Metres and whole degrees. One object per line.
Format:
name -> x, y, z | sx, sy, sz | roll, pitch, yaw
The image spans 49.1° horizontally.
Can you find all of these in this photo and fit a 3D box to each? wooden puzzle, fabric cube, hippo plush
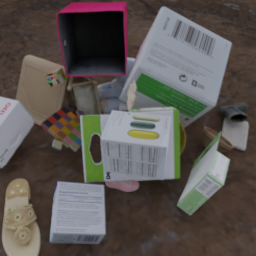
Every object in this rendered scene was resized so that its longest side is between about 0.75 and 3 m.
wooden puzzle -> -3.355, -1.386, 10.848 | 2.245, 2.427, 0.452 | 22, 9, 21
wooden puzzle -> -1.882, 0.017, 8.917 | 1.328, 0.157, 2.240 | 40, 32, -2
fabric cube -> -1.065, -3.054, 9.484 | 2.074, 2.035, 2.067 | -1, 32, 1
hippo plush -> -0.396, -1.718, 11.082 | 2.428, 1.952, 1.934 | 33, 52, 30

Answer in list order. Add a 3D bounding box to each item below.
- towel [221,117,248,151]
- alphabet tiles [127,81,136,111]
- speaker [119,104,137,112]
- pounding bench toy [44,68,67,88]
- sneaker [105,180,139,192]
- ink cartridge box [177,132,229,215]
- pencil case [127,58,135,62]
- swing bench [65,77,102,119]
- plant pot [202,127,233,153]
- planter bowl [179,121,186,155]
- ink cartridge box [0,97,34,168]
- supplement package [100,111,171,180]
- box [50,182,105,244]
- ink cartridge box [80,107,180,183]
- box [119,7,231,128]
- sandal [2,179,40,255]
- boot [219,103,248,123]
towel -> 3.874, 0.207, 10.232 | 0.911, 0.237, 1.375 | 15, 51, 17
alphabet tiles -> 0.079, -0.862, 7.531 | 0.055, 0.737, 0.753 | 9, 35, -14
speaker -> 0.085, -0.734, 10.379 | 0.810, 0.329, 0.329 | 4, 43, 14
pounding bench toy -> -2.546, -1.638, 9.519 | 0.586, 0.467, 0.751 | -12, 27, 23
sneaker -> -0.179, 1.618, 8.495 | 1.051, 0.549, 0.396 | 7, 50, 4
ink cartridge box -> 2.269, 1.261, 8.103 | 0.526, 1.595, 2.192 | 35, 39, 7
pencil case -> 0.005, -2.914, 13.290 | 1.734, 0.721, 0.786 | 14, 71, 14
swing bench -> -1.762, -1.216, 10.560 | 1.138, 1.744, 1.754 | -15, 38, -14
plant pot -> 2.902, 0.496, 9.442 | 1.156, 0.534, 1.156 | 28, 18, -10
planter bowl -> 1.087, 0.319, 9.468 | 1.799, 1.799, 0.749 | 17, 8, 17
ink cartridge box -> -4.755, -0.064, 9.043 | 2.668, 1.120, 1.932 | 13, 59, 22
supplement package -> 0.221, 0.396, 6.829 | 1.489, 1.122, 1.130 | 7, 41, 9
box -> -1.304, 2.206, 7.297 | 1.275, 0.727, 1.386 | 8, 48, -16
ink cartridge box -> 0.078, 0.460, 8.332 | 2.761, 2.040, 1.046 | -2, 9, 0
box -> 1.524, -1.891, 9.460 | 2.651, 2.282, 2.665 | 25, 66, -7
sandal -> -3.021, 2.295, 7.575 | 0.963, 0.864, 2.626 | -13, 45, -14
boot -> 4.173, -0.582, 10.564 | 1.224, 0.489, 1.347 | -12, 11, 0
